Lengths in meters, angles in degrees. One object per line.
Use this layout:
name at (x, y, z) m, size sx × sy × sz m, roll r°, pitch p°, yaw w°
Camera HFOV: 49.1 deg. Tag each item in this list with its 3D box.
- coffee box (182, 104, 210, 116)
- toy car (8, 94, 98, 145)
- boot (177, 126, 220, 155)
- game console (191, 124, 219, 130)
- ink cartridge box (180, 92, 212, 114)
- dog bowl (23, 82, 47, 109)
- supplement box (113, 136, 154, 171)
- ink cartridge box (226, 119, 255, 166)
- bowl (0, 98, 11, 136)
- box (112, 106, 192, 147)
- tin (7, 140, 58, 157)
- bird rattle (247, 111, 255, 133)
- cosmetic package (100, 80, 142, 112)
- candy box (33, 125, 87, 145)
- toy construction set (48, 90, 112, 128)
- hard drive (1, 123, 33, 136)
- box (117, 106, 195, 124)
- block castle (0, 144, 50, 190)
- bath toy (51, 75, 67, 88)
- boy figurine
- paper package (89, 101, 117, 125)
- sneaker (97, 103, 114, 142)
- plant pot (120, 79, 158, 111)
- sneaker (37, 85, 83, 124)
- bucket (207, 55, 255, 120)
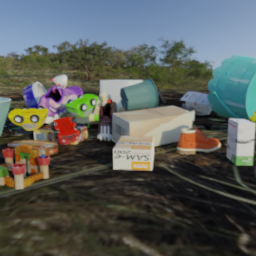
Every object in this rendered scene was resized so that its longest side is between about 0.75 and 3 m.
coffee box at (3.680, -1.016, 15.302) m, size 0.756 × 0.534 × 1.337 m, roll -9°, pitch 13°, yaw -40°
toy car at (-1.895, -0.362, 8.719) m, size 2.774 × 0.619 × 2.611 m, roll 18°, pitch 34°, yaw 31°
boot at (1.947, 0.301, 7.538) m, size 1.336 × 0.717 × 0.501 m, roll -3°, pitch 9°, yaw -24°
game console at (2.833, -0.033, 10.864) m, size 1.282 × 0.155 × 0.756 m, roll 0°, pitch 10°, yaw -16°
ink cartridge box at (3.600, -1.330, 14.413) m, size 1.609 × 0.543 × 0.937 m, roll 18°, pitch 47°, yaw 38°
dog bowl at (-3.982, -1.153, 12.586) m, size 0.665 × 1.689 × 1.689 m, roll -23°, pitch 10°, yaw 2°
supplement box at (0.168, 0.556, 6.623) m, size 0.861 × 0.502 × 1.366 m, roll 0°, pitch 11°, yaw 6°
ink cartridge box at (2.644, 0.311, 6.613) m, size 0.419 × 0.994 × 0.726 m, roll 1°, pitch 10°, yaw 3°
bowl at (-4.798, -0.165, 8.300) m, size 2.556 × 1.337 × 2.556 m, roll 0°, pitch 10°, yaw 0°
box at (0.730, -0.029, 8.329) m, size 2.239 × 0.870 × 1.063 m, roll -10°, pitch 21°, yaw -30°
tin at (-2.477, 0.536, 7.309) m, size 1.446 × 0.303 × 0.810 m, roll 3°, pitch 13°, yaw 28°
bird rattle at (4.847, -0.214, 10.475) m, size 1.446 × 0.815 × 1.179 m, roll -5°, pitch -6°, yaw -39°
cosmetic package at (-0.351, -1.863, 16.318) m, size 1.821 × 1.832 × 2.189 m, roll 6°, pitch 13°, yaw 25°
candy box at (-2.124, 0.202, 8.860) m, size 1.450 × 0.409 × 0.846 m, roll 1°, pitch 13°, yaw 16°
toy construction set at (-2.089, -0.652, 11.472) m, size 2.945 × 1.357 × 1.931 m, roll -9°, pitch 9°, yaw 15°
hard drive at (-4.150, 0.033, 10.232) m, size 1.417 × 0.268 × 0.990 m, roll 5°, pitch 12°, yaw 31°
box at (1.173, -0.395, 11.253) m, size 2.272 × 0.735 × 2.881 m, roll 5°, pitch 11°, yaw 30°
block castle at (-2.259, 0.701, 5.531) m, size 1.311 × 0.615 × 0.876 m, roll 6°, pitch 11°, yaw 29°
bath toy at (-3.072, -1.531, 12.324) m, size 0.658 × 1.781 × 0.775 m, roll 1°, pitch 46°, yaw -19°
boy figurine at (0.575, -1.072, 12.899) m, size 2.202 × 0.709 × 1.369 m, roll -25°, pitch -14°, yaw 7°
paper package at (-1.560, -0.765, 12.731) m, size 1.766 × 0.958 × 1.852 m, roll -4°, pitch 10°, yaw -22°
sneaker at (-0.631, -0.327, 9.441) m, size 0.747 × 1.141 × 1.975 m, roll 1°, pitch 14°, yaw -2°
plant pot at (0.368, -1.214, 10.847) m, size 1.184 × 1.209 × 1.209 m, roll -13°, pitch 14°, yaw -16°
sneaker at (-2.405, -1.102, 10.198) m, size 0.964 × 1.060 × 2.398 m, roll 24°, pitch 36°, yaw 15°
bucket at (5.083, -1.584, 11.842) m, size 2.962 × 2.962 × 1.927 m, roll -5°, pitch 20°, yaw -27°
